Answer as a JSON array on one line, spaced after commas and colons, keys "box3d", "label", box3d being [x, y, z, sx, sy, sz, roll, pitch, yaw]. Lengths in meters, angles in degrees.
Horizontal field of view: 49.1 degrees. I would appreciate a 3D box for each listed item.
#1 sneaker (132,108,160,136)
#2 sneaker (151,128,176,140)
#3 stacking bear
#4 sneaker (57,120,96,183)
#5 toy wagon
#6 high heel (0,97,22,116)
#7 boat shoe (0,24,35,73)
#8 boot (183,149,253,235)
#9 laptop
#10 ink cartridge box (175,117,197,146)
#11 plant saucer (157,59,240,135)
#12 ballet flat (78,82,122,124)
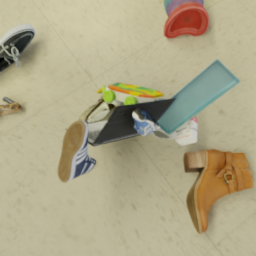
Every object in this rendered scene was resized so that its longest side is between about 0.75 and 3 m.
[{"box3d": [0.431, -0.085, 7.591, 0.583, 1.513, 0.573, -41, 65, 8], "label": "sneaker"}, {"box3d": [0.961, -0.284, 9.856, 1.865, 0.727, 0.927, 30, 67, 1], "label": "sneaker"}, {"box3d": [2.097, -5.243, 11.051, 1.740, 1.629, 2.865, -6, 68, -2], "label": "stacking bear"}, {"box3d": [-1.259, 0.585, 7.624, 0.639, 0.988, 1.822, 33, 113, 29], "label": "sneaker"}, {"box3d": [-0.027, -1.109, 9.146, 2.354, 1.826, 0.466, 19, 110, 29], "label": "toy wagon"}, {"box3d": [-4.497, -0.504, 10.092, 0.900, 0.451, 1.263, 28, 66, 15], "label": "high heel"}, {"box3d": [-4.503, -2.767, 10.492, 2.734, 1.009, 0.934, -38, 73, -10], "label": "boat shoe"}, {"box3d": [2.989, 2.020, 9.172, 2.111, 1.043, 2.719, 0, 66, -4], "label": "boot"}, {"box3d": [-0.289, -0.392, 8.460, 2.439, 2.283, 1.413, 24, 116, 44], "label": "laptop"}, {"box3d": [1.930, 0.087, 9.242, 0.627, 0.354, 0.855, -18, 51, 39], "label": "ink cartridge box"}, {"box3d": [1.852, -0.845, 8.333, 0.979, 2.801, 0.266, 37, 35, -16], "label": "plant saucer"}, {"box3d": [-0.805, -0.752, 9.964, 2.225, 0.838, 0.755, -44, 118, -12], "label": "ballet flat"}]
